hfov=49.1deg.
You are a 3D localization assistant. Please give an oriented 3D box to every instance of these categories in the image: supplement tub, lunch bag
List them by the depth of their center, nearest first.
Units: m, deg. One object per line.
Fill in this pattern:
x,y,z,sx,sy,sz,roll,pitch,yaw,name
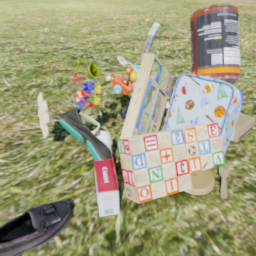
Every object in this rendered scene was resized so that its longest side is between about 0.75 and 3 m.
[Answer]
2.100,-0.322,8.381,2.084,2.601,0.983,22,11,38,lunch bag
2.855,-2.369,9.236,1.552,2.902,1.552,-2,5,0,supplement tub

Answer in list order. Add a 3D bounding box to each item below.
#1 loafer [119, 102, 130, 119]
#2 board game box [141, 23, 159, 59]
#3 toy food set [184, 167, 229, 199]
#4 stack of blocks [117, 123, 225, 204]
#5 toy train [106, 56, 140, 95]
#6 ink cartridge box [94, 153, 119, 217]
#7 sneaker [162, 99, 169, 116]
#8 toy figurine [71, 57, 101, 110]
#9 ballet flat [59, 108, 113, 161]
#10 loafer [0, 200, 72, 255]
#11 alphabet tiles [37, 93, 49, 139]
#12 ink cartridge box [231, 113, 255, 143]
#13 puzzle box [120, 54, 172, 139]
0.122,-0.886,11.186,0.449,1.280,0.435,57,26,15,loafer
1.014,-3.998,12.993,0.246,1.437,0.966,22,55,2,board game box
1.907,1.466,8.320,2.022,0.406,1.396,16,40,8,toy food set
1.065,0.737,6.594,2.408,1.386,0.705,-10,2,-22,stack of blocks
0.210,-2.128,11.435,2.031,0.752,2.703,33,36,-20,toy train
-0.601,1.465,7.507,0.544,1.139,1.298,-6,32,-9,ink cartridge box
0.961,-0.613,10.820,0.606,1.636,0.724,-11,70,-42,sneaker
-1.437,-1.156,8.448,0.879,0.998,1.666,19,52,-29,toy figurine
-1.111,0.293,8.840,0.907,0.901,2.651,-39,71,-17,ballet flat
-2.342,2.333,6.475,2.393,0.754,0.860,-28,41,-37,loafer
-2.751,-0.383,9.102,0.104,1.398,1.430,-8,-6,-26,alphabet tiles
3.789,-0.183,10.674,1.277,0.582,1.550,-27,40,-36,ink cartridge box
0.611,-0.564,8.599,0.360,2.832,1.884,13,-7,26,puzzle box
